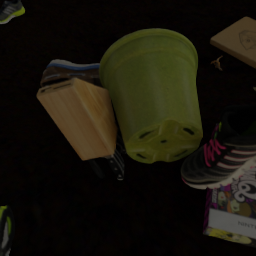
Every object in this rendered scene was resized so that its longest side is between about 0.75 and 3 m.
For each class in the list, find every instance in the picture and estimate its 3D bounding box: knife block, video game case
[{"bbox_3d":[-0.776,0.214,6.137,0.798,2.495,2.190,-14,85,16],"label":"knife block"},{"bbox_3d":[3.224,1.363,6.563,2.636,0.521,2.908,13,52,8],"label":"video game case"}]

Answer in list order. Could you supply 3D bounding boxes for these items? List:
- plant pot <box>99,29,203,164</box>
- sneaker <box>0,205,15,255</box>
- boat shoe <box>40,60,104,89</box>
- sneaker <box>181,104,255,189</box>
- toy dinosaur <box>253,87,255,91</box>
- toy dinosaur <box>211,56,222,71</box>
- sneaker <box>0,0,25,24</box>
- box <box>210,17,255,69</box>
[{"bbox_3d":[0.682,-0.566,6.902,2.662,2.662,2.448,-5,55,-4],"label":"plant pot"},{"bbox_3d":[-2.896,2.657,5.441,0.921,0.841,2.276,-8,43,2],"label":"sneaker"},{"bbox_3d":[-1.332,-1.286,8.538,2.889,1.044,1.046,11,56,21],"label":"boat shoe"},{"bbox_3d":[2.088,0.257,5.716,1.307,2.988,1.102,35,42,-23],"label":"sneaker"},{"bbox_3d":[3.236,0.134,5.893,0.678,1.178,2.329,-6,84,-45],"label":"toy dinosaur"},{"bbox_3d":[3.125,-2.271,9.808,0.398,0.227,0.750,16,56,-16],"label":"toy dinosaur"},{"bbox_3d":[-5.069,-4.863,11.593,0.603,0.661,1.633,28,56,21],"label":"sneaker"},{"bbox_3d":[4.874,-3.048,10.347,2.318,0.302,2.836,-34,59,-25],"label":"box"}]
